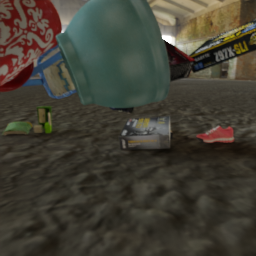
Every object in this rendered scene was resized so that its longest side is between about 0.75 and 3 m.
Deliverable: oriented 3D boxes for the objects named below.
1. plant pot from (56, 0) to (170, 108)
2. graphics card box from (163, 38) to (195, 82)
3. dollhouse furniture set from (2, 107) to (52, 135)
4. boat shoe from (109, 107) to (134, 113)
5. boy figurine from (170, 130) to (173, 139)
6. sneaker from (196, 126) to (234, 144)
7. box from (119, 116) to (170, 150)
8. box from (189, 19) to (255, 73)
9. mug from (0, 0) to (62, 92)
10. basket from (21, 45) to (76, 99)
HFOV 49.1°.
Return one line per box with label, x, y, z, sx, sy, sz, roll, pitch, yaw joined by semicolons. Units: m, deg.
plant pot;-0.487;-1.530;6.150;1.773;2.647;2.647;-23;18;-10
graphics card box;0.367;-1.539;6.397;2.130;0.542;1.336;-19;53;-36
dollhouse furniture set;-4.332;-0.336;12.112;1.946;0.976;1.275;-3;14;-11
boat shoe;-0.357;-0.788;7.637;0.589;0.474;1.271;7;18;-32
boy figurine;1.445;0.184;11.379;0.629;0.326;1.011;-3;13;-13
sneaker;3.265;0.218;10.555;1.431;0.621;0.528;-1;13;-3
box;0.692;0.150;10.360;1.717;0.524;2.168;-3;18;11
box;3.302;-2.659;8.635;2.514;0.620;2.008;-15;22;43
mug;-3.270;-2.028;7.533;1.998;2.658;2.995;2;42;26
basket;-2.433;-2.200;10.430;2.501;1.973;2.836;-23;5;18
